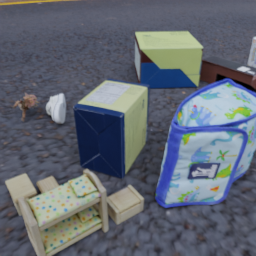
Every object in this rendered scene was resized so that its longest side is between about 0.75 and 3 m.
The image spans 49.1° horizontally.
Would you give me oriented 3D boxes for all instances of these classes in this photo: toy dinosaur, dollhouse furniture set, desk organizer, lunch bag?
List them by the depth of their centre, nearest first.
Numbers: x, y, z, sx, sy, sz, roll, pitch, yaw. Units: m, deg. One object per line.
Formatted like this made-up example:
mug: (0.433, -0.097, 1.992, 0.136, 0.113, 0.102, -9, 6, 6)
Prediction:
dollhouse furniture set: (-1.329, 1.333, 6.695, 2.592, 1.441, 2.292, -21, 38, -29)
lunch bag: (1.962, 0.465, 6.975, 2.939, 2.499, 1.873, -22, 43, -32)
toy dinosaur: (-3.695, -0.971, 10.420, 1.056, 0.669, 1.558, -38, 26, 18)
desk organizer: (4.669, -2.422, 12.887, 0.974, 1.045, 2.715, -25, 40, -33)

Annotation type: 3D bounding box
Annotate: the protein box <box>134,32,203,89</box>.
protein box: (1.785, -3.345, 13.532, 2.774, 1.886, 2.795, -2, 33, -3)

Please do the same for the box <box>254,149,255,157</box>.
box: (4.577, 0.704, 8.765, 0.851, 0.260, 1.075, 27, 41, 35)

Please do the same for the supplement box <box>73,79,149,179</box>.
supplement box: (-0.381, -0.064, 8.269, 1.397, 2.082, 2.079, 13, 35, 19)

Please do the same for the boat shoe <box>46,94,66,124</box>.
boat shoe: (-2.779, -0.736, 10.611, 0.669, 0.732, 2.035, -9, 33, -4)

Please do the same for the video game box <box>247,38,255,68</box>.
video game box: (6.138, -2.704, 12.328, 0.502, 2.143, 1.952, -13, 34, -16)
